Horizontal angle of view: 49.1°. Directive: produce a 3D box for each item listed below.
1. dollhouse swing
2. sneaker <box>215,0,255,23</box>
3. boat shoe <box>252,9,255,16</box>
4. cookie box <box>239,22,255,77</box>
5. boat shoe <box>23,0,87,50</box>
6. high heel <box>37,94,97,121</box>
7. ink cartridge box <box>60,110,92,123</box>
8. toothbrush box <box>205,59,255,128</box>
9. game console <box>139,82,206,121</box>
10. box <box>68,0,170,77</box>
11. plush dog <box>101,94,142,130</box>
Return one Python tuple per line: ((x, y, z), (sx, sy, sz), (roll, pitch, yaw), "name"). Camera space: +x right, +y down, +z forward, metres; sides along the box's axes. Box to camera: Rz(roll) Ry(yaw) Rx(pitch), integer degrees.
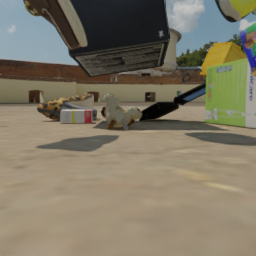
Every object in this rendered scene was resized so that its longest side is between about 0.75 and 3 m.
((3.377, -2.117, 9.609), (1.074, 1.222, 1.111), (24, -2, -34), "dollhouse swing")
((2.224, -2.501, 4.592), (2.156, 0.813, 0.824), (-42, 13, -23), "sneaker")
((4.001, -3.853, 8.591), (2.114, 0.753, 0.737), (44, 18, 13), "boat shoe")
((2.849, -1.667, 5.624), (0.396, 1.053, 0.901), (2, -20, -37), "cookie box")
((-1.797, -2.818, 5.703), (0.831, 2.791, 1.003), (-27, 16, 5), "boat shoe")
((-2.372, -0.902, 10.894), (2.048, 1.026, 2.873), (5, 13, -14), "high heel")
((-1.631, -0.371, 8.892), (0.972, 0.405, 0.705), (-1, 5, -6), "ink cartridge box")
((3.208, -0.935, 7.750), (1.027, 1.737, 2.385), (-1, 5, -15), "toothbrush box")
((1.743, -0.927, 9.642), (2.769, 0.334, 1.634), (-27, -9, 30), "game console")
((-0.275, -2.988, 9.145), (2.915, 1.796, 2.891), (-8, -1, 2), "box")
((-0.276, -0.262, 7.019), (1.036, 0.832, 0.890), (28, -10, -1), "plush dog")
